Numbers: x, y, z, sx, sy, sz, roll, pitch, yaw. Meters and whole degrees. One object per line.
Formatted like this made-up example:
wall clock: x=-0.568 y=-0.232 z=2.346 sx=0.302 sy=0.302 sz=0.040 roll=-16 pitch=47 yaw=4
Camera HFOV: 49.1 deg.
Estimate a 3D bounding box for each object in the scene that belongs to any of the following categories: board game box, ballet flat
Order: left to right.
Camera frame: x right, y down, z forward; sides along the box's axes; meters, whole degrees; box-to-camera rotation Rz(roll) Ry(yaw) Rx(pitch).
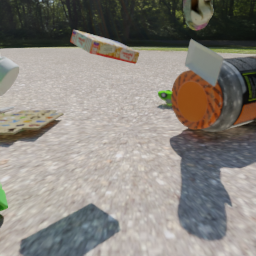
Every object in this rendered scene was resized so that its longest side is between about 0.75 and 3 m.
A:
board game box: x=-0.411 y=-1.447 z=5.000 sx=0.996 sy=0.231 sz=0.755 roll=3 pitch=26 yaw=-39
ballet flat: x=1.830 y=-3.301 z=7.043 sx=0.804 sy=2.327 sz=0.828 roll=-24 pitch=53 yaw=-2

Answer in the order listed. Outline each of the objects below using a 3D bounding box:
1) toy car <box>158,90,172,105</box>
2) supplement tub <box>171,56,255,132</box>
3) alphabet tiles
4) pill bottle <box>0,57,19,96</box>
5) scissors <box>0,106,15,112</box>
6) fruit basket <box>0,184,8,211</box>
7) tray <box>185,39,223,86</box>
toy car: x=2.032 y=-0.979 z=9.677 sx=2.065 sy=0.489 sz=2.194 roll=9 pitch=20 yaw=24
supplement tub: x=2.735 y=-0.940 z=7.500 sx=2.997 sy=1.836 sz=1.836 roll=-12 pitch=23 yaw=-32
alphabet tiles: x=-3.052 y=-0.200 z=7.770 sx=2.036 sy=0.077 sz=2.447 roll=0 pitch=16 yaw=11
pill bottle: x=-2.818 y=-1.269 z=4.991 sx=1.554 sy=0.889 sz=0.889 roll=34 pitch=18 yaw=-9
scissors: x=-4.474 y=-0.362 z=8.353 sx=0.926 sy=0.176 sz=2.532 roll=2 pitch=21 yaw=12
fruit basket: x=-2.921 y=0.929 z=2.891 sx=2.956 sy=2.132 sz=2.956 roll=3 pitch=62 yaw=-6
tray: x=1.647 y=-1.435 z=6.070 sx=0.132 sy=0.639 sz=1.191 roll=-8 pitch=36 yaw=-21
